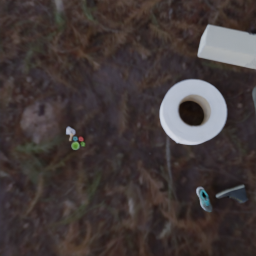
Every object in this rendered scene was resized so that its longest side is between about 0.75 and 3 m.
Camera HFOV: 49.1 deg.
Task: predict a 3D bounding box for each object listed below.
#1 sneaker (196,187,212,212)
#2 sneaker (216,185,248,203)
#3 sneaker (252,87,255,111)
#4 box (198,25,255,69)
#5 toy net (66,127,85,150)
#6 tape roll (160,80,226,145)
[{"bbox_3d":[2.704,2.545,9.874,0.347,0.408,0.894,-26,82,-4],"label":"sneaker"},{"bbox_3d":[3.690,2.439,9.884,1.090,0.408,0.579,-17,79,-4],"label":"sneaker"},{"bbox_3d":[3.967,-0.391,7.172,0.917,1.374,2.400,3,66,-3],"label":"sneaker"},{"bbox_3d":[4.053,-2.966,10.465,2.609,1.072,0.892,13,80,1],"label":"box"},{"bbox_3d":[-1.982,0.342,10.356,0.480,0.177,0.915,-27,81,-4],"label":"toy net"},{"bbox_3d":[2.314,-0.538,10.178,2.301,0.805,2.301,0,81,0],"label":"tape roll"}]
